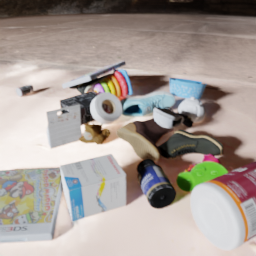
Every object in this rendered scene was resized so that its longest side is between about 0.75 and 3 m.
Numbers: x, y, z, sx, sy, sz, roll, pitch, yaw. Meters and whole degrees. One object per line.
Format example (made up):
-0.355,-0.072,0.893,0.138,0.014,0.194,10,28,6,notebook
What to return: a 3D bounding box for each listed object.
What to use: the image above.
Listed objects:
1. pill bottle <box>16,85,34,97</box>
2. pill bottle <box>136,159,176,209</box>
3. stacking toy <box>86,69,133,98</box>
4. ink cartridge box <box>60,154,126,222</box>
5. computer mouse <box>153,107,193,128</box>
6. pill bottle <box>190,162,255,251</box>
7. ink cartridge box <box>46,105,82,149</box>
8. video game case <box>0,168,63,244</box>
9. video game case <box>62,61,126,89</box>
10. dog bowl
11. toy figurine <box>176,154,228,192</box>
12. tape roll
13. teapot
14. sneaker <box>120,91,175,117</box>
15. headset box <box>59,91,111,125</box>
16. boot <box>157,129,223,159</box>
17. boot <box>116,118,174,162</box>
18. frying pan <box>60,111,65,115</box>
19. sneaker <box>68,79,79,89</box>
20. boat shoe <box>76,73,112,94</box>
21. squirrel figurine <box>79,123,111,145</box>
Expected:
-5.361,-1.954,14.553,0.476,0.476,0.822,18,32,29,pill bottle
0.723,1.514,7.872,0.797,0.797,1.424,-8,29,-13,pill bottle
-1.134,-1.863,13.773,2.505,1.375,1.454,-25,22,-22,stacking toy
-0.922,1.550,7.491,1.504,1.088,1.107,-11,31,-20,ink cartridge box
1.565,-0.350,10.710,1.471,0.588,2.682,29,14,22,computer mouse
3.014,1.685,6.778,2.696,1.539,1.539,-15,32,-25,pill bottle
-2.308,-0.098,10.044,1.249,1.536,0.438,-16,33,-27,ink cartridge box
-3.006,1.972,7.554,2.342,0.295,2.573,-2,28,-4,video game case
-1.688,-2.709,14.139,2.044,0.257,2.854,-7,20,39,video game case
2.786,-1.934,13.561,1.636,0.728,2.936,8,14,4,dog bowl
2.252,1.308,8.359,1.469,1.103,1.352,-11,11,20,toy figurine
-0.908,-0.796,11.617,1.297,1.297,0.454,-24,-3,-36,tape roll
2.757,-0.862,12.062,1.299,0.949,1.282,22,36,33,teapot
0.851,-0.881,12.227,2.581,0.954,1.058,-11,32,2,sneaker
-1.773,-0.942,12.391,1.994,0.770,1.484,-22,36,-36,headset box
2.014,0.781,9.443,1.367,0.766,1.977,-30,28,-34,boot
0.932,0.250,10.119,1.964,0.854,2.362,-18,32,-29,boot
-2.722,-0.424,10.813,0.707,0.190,1.169,-3,18,-20,frying pan
-2.639,-2.443,15.408,0.764,0.510,1.334,13,25,35,sneaker
-1.456,-2.357,14.757,0.927,0.985,2.742,25,40,35,boat shoe
-1.171,0.208,10.556,1.039,0.735,0.970,24,24,12,squirrel figurine
